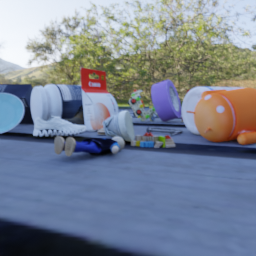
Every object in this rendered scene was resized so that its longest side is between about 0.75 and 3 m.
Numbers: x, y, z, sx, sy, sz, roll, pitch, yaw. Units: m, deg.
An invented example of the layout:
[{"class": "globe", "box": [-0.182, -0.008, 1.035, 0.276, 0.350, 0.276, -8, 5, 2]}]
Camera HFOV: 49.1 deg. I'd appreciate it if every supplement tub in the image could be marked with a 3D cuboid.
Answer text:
[{"class": "supplement tub", "box": [3.271, -0.607, 9.697, 2.462, 1.624, 1.624, -3, 7, -26]}, {"class": "supplement tub", "box": [-2.719, -0.969, 12.197, 2.587, 1.815, 1.815, -5, 7, -35]}]

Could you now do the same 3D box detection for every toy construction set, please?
[{"class": "toy construction set", "box": [0.749, -1.204, 15.014, 1.346, 2.052, 0.945, -26, -14, -26]}]

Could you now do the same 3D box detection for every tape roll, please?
[{"class": "tape roll", "box": [2.005, -1.388, 14.535, 0.866, 2.038, 2.038, -17, -2, 25]}]

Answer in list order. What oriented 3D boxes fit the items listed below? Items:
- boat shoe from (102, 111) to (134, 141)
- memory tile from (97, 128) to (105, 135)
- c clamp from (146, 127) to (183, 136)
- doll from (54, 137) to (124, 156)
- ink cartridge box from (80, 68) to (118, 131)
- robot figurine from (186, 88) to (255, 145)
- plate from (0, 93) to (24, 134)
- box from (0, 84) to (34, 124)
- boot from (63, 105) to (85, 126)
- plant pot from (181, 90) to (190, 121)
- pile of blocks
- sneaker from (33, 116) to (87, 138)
[{"class": "boat shoe", "box": [-0.286, 0.017, 8.003, 0.841, 0.824, 2.361, -10, -1, 3]}, {"class": "memory tile", "box": [-0.498, 0.120, 9.783, 1.066, 0.117, 1.391, 2, 6, 2]}, {"class": "c clamp", "box": [1.242, 0.087, 9.854, 1.495, 0.202, 1.277, 5, 8, 41]}, {"class": "doll", "box": [-0.663, 0.386, 5.896, 1.135, 0.403, 1.663, 3, 1, 39]}, {"class": "ink cartridge box", "box": [-1.044, -1.125, 11.009, 0.593, 2.364, 1.917, 0, 5, 26]}, {"class": "robot figurine", "box": [2.889, -0.356, 7.827, 2.409, 1.733, 1.405, -10, -3, -20]}, {"class": "plate", "box": [-4.615, -0.477, 9.912, 1.843, 1.843, 0.236, -1, -34, -6]}, {"class": "box", "box": [-5.080, -1.062, 12.887, 1.618, 1.777, 0.925, 2, 49, 5]}, {"class": "boot", "box": [-1.910, -0.483, 10.848, 0.794, 1.030, 2.125, 1, 1, 29]}, {"class": "plant pot", "box": [3.819, -1.037, 14.357, 1.399, 1.586, 1.588, 17, 14, 31]}, {"class": "pile of blocks", "box": [0.620, 0.298, 7.045, 1.107, 0.344, 0.454, 0, 5, 4]}, {"class": "sneaker", "box": [-2.100, -0.050, 8.741, 1.639, 0.664, 0.616, -1, -5, -23]}]
